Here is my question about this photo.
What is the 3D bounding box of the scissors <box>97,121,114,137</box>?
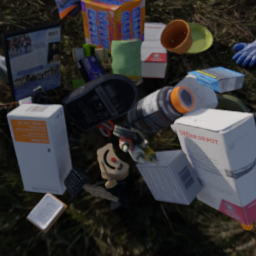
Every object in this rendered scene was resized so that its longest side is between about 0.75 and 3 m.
[{"bbox_3d":[-1.338,-0.354,10.010,2.043,0.747,0.142,32,45,19],"label":"scissors"}]

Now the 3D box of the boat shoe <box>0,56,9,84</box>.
[{"bbox_3d":[-5.121,-2.513,12.579,2.751,1.014,0.882,34,57,16],"label":"boat shoe"}]

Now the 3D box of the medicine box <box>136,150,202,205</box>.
[{"bbox_3d":[1.113,1.359,7.827,0.720,1.398,1.274,-36,104,-32],"label":"medicine box"}]

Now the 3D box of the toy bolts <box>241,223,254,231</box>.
[{"bbox_3d":[4.128,2.938,9.388,0.812,0.590,0.850,-37,68,24],"label":"toy bolts"}]

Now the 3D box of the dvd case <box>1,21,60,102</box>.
[{"bbox_3d":[-3.217,-2.202,9.622,1.922,2.694,0.236,-28,61,-33],"label":"dvd case"}]

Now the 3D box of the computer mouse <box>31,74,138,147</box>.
[{"bbox_3d":[-1.102,-0.738,7.988,2.835,1.963,0.747,-22,28,9],"label":"computer mouse"}]

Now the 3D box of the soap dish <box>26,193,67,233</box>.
[{"bbox_3d":[-2.699,2.843,9.370,0.846,0.437,1.076,30,61,18],"label":"soap dish"}]

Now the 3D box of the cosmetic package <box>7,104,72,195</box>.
[{"bbox_3d":[-2.321,0.593,7.629,1.191,2.349,0.837,2,26,12],"label":"cosmetic package"}]

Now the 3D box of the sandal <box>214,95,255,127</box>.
[{"bbox_3d":[4.095,-0.005,10.409,0.824,1.146,2.887,-27,79,-28],"label":"sandal"}]

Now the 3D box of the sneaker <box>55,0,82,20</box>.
[{"bbox_3d":[-1.927,-5.328,10.777,1.067,2.721,1.025,58,31,-6],"label":"sneaker"}]

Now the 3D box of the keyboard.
[{"bbox_3d":[-1.285,1.226,6.999,0.169,1.314,0.789,42,79,-20],"label":"keyboard"}]

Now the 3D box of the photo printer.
[{"bbox_3d":[2.367,-1.009,11.023,0.729,2.099,1.746,13,43,-48],"label":"photo printer"}]

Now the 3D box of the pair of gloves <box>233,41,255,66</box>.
[{"bbox_3d":[6.590,-3.385,13.501,2.977,0.339,2.393,40,65,22],"label":"pair of gloves"}]

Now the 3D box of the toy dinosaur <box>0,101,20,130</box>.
[{"bbox_3d":[-5.175,-0.503,11.434,1.908,0.974,1.295,-45,42,-10],"label":"toy dinosaur"}]

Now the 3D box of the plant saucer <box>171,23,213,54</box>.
[{"bbox_3d":[3.096,-4.472,14.196,2.276,0.354,2.276,0,57,1],"label":"plant saucer"}]

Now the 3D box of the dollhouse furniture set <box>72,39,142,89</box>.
[{"bbox_3d":[-0.751,-2.154,9.516,2.315,1.516,1.162,7,19,35],"label":"dollhouse furniture set"}]

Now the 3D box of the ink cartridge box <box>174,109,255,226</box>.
[{"bbox_3d":[2.440,0.887,7.280,1.068,2.581,1.891,-26,18,-20],"label":"ink cartridge box"}]

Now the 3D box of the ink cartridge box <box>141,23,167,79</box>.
[{"bbox_3d":[0.809,-3.675,13.225,1.925,1.087,2.623,3,57,2],"label":"ink cartridge box"}]

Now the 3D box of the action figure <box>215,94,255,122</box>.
[{"bbox_3d":[3.916,-0.552,11.418,2.346,0.814,1.527,28,68,21],"label":"action figure"}]

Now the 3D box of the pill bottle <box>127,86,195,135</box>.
[{"bbox_3d":[0.997,-0.543,8.492,1.122,2.112,1.122,14,66,-35],"label":"pill bottle"}]

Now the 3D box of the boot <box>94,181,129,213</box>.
[{"bbox_3d":[-0.584,2.386,9.647,1.202,0.459,1.010,1,53,-7],"label":"boot"}]

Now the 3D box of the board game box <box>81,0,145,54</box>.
[{"bbox_3d":[-0.539,-4.113,10.875,1.726,1.724,1.724,29,50,30],"label":"board game box"}]

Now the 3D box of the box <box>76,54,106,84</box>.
[{"bbox_3d":[-1.174,-1.866,9.376,0.714,0.399,1.012,-29,96,-37],"label":"box"}]

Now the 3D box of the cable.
[{"bbox_3d":[-0.014,0.241,7.188,1.199,2.469,0.621,27,95,-17],"label":"cable"}]

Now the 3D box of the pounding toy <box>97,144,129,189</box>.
[{"bbox_3d":[-0.514,1.273,10.038,0.985,0.988,1.723,-12,54,-11],"label":"pounding toy"}]

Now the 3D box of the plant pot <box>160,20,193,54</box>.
[{"bbox_3d":[1.715,-2.985,9.484,1.055,0.739,1.055,-11,71,34],"label":"plant pot"}]

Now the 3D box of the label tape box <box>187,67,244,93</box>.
[{"bbox_3d":[2.289,-1.254,7.394,1.212,0.401,0.868,-16,32,-26],"label":"label tape box"}]

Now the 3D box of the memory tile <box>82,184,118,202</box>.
[{"bbox_3d":[-0.858,1.810,7.925,1.106,0.848,0.093,-1,54,44],"label":"memory tile"}]

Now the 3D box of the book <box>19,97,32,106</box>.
[{"bbox_3d":[-3.849,-0.786,11.576,1.062,0.382,1.590,-7,53,-29],"label":"book"}]
